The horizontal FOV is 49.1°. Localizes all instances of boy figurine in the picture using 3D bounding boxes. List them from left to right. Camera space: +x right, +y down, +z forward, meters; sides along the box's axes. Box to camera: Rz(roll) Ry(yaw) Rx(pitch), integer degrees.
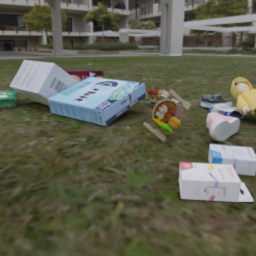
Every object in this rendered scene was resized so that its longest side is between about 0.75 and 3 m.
[{"bbox_3d":[4.427,-0.930,9.462,1.591,0.825,2.559,-20,37,-5],"label":"boy figurine"}]

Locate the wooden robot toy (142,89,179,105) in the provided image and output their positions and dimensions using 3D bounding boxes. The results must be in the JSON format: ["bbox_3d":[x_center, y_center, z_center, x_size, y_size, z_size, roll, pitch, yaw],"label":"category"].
[{"bbox_3d":[1.330,-1.330,11.334,1.810,0.797,0.821,18,52,39],"label":"wooden robot toy"}]

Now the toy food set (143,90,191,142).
[{"bbox_3d":[1.103,-0.345,7.625,0.901,1.306,0.262,38,-4,-12],"label":"toy food set"}]

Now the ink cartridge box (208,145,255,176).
[{"bbox_3d":[2.283,0.697,6.175,0.930,0.393,0.672,3,22,11],"label":"ink cartridge box"}]

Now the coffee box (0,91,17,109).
[{"bbox_3d":[-5.401,-1.220,12.040,1.161,0.415,1.888,-7,20,-20],"label":"coffee box"}]

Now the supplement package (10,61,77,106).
[{"bbox_3d":[-3.509,-1.803,11.537,2.322,1.362,1.357,16,-13,42],"label":"supplement package"}]

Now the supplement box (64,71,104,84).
[{"bbox_3d":[-2.237,-2.169,13.559,2.108,1.163,0.903,-1,9,-3],"label":"supplement box"}]

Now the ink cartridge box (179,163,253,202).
[{"bbox_3d":[1.611,0.998,5.226,1.263,0.426,0.736,2,18,6],"label":"ink cartridge box"}]

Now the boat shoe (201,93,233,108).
[{"bbox_3d":[3.396,-1.071,10.965,0.585,0.575,1.622,-8,11,-26],"label":"boat shoe"}]

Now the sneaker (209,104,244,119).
[{"bbox_3d":[3.503,-0.567,9.987,1.212,0.456,0.534,4,19,15],"label":"sneaker"}]

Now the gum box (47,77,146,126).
[{"bbox_3d":[-1.156,-1.104,10.410,2.798,0.623,2.377,14,37,35],"label":"gum box"}]

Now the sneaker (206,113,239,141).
[{"bbox_3d":[2.539,-0.054,8.154,0.861,0.620,1.647,18,20,38],"label":"sneaker"}]
